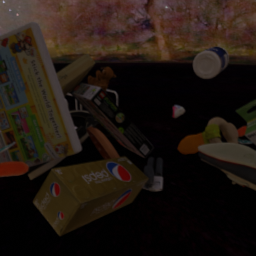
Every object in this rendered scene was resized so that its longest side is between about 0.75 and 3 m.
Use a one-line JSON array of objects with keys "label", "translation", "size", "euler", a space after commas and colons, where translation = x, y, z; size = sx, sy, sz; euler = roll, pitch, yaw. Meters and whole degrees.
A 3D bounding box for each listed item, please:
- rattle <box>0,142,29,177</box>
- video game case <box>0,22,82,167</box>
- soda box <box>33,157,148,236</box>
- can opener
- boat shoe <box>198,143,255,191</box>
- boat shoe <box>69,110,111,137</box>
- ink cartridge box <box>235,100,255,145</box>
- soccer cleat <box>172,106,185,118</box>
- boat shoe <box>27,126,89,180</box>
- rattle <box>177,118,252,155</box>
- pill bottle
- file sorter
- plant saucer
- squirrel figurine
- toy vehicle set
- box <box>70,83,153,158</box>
[{"label": "rattle", "translation": [-2.980, 0.889, 4.531], "size": [2.218, 1.444, 1.585], "euler": [-22, -36, 31]}, {"label": "video game case", "translation": [-2.465, -0.443, 5.763], "size": [2.416, 2.655, 0.304], "euler": [-16, 6, 14]}, {"label": "soda box", "translation": [-0.537, 1.110, 5.095], "size": [0.757, 0.716, 2.235], "euler": [41, 19, 23]}, {"label": "can opener", "translation": [0.637, 1.023, 6.905], "size": [0.454, 0.569, 1.701], "euler": [2, 17, 8]}, {"label": "boat shoe", "translation": [2.730, 0.980, 6.355], "size": [1.003, 0.882, 2.818], "euler": [-19, 20, -32]}, {"label": "boat shoe", "translation": [-1.300, -0.124, 9.325], "size": [1.718, 0.617, 0.581], "euler": [18, 31, -32]}, {"label": "ink cartridge box", "translation": [3.764, 0.109, 7.301], "size": [0.969, 1.866, 0.553], "euler": [-38, 14, 52]}, {"label": "soccer cleat", "translation": [2.315, -0.775, 12.883], "size": [0.599, 0.484, 1.386], "euler": [4, 17, 9]}, {"label": "boat shoe", "translation": [-1.951, 0.373, 7.836], "size": [1.046, 0.985, 2.913], "euler": [-36, 2, 23]}, {"label": "rattle", "translation": [2.811, 0.456, 8.813], "size": [2.036, 1.455, 1.326], "euler": [-14, 61, -49]}, {"label": "pill bottle", "translation": [2.280, -1.797, 7.530], "size": [0.710, 0.710, 1.278], "euler": [10, 27, 30]}, {"label": "file sorter", "translation": [-1.706, -0.674, 10.982], "size": [2.290, 1.426, 1.589], "euler": [-13, 21, -35]}, {"label": "plant saucer", "translation": [-0.545, 0.560, 7.023], "size": [0.232, 1.438, 1.438], "euler": [-35, 28, -14]}, {"label": "squirrel figurine", "translation": [-0.754, -1.369, 8.427], "size": [0.648, 0.915, 0.854], "euler": [27, -41, -30]}, {"label": "toy vehicle set", "translation": [-2.108, -0.856, 7.367], "size": [2.624, 0.348, 1.630], "euler": [-46, 9, -36]}, {"label": "box", "translation": [-0.450, -0.205, 8.093], "size": [0.443, 2.550, 1.404], "euler": [-50, 34, -12]}]
